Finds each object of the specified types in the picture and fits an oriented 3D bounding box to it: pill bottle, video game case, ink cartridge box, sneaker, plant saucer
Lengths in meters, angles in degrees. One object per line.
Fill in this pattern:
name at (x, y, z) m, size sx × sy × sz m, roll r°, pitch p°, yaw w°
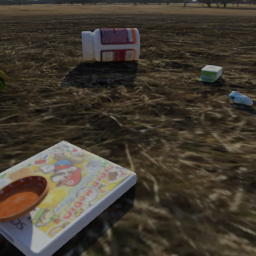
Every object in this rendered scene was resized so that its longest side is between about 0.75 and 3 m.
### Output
pill bottle at (-0.931, -4.342, 14.681) m, size 2.880 × 1.644 × 1.644 m, roll -4°, pitch 27°, yaw -8°
video game case at (-1.393, 1.117, 5.279) m, size 2.166 × 0.272 × 2.380 m, roll 19°, pitch 32°, yaw 33°
ink cartridge box at (3.564, -2.359, 12.120) m, size 0.672 × 0.384 × 1.295 m, roll 15°, pitch 30°, yaw 27°
sneaker at (3.770, -0.925, 9.443) m, size 0.351 × 0.317 × 0.856 m, roll -39°, pitch 42°, yaw -9°
plant saucer at (-1.773, 1.150, 4.561) m, size 1.032 × 0.167 × 1.032 m, roll -13°, pitch 24°, yaw 6°

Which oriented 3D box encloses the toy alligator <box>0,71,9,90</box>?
toy alligator at (-5.270, -1.884, 10.888) m, size 0.862 × 0.625 × 2.601 m, roll -46°, pitch 44°, yaw -13°
